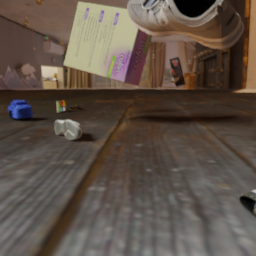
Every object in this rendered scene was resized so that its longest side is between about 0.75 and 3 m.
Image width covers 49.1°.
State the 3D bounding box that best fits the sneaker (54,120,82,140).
[{"bbox_3d":[-1.590,0.003,7.939,0.601,0.527,1.500,-3,9,-33],"label":"sneaker"}]

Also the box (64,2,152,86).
[{"bbox_3d":[-0.708,-3.094,10.436,2.727,2.399,1.319,19,10,24],"label":"box"}]

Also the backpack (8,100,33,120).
[{"bbox_3d":[-4.307,-0.695,11.177,0.768,0.793,0.945,-18,22,-38],"label":"backpack"}]

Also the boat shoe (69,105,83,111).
[{"bbox_3d":[-2.650,-1.031,14.429,0.793,0.291,0.295,-9,13,-42],"label":"boat shoe"}]

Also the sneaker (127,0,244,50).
[{"bbox_3d":[1.071,-2.700,6.162,2.949,1.102,1.209,26,-8,36],"label":"sneaker"}]

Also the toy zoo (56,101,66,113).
[{"bbox_3d":[-3.328,-1.076,13.990,0.084,0.537,0.818,1,11,16],"label":"toy zoo"}]

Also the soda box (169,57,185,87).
[{"bbox_3d":[2.017,-2.296,11.494,0.402,1.136,0.360,-14,-9,19],"label":"soda box"}]

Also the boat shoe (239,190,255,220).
[{"bbox_3d":[1.552,0.966,3.175,0.268,0.324,0.945,-9,5,2],"label":"boat shoe"}]
